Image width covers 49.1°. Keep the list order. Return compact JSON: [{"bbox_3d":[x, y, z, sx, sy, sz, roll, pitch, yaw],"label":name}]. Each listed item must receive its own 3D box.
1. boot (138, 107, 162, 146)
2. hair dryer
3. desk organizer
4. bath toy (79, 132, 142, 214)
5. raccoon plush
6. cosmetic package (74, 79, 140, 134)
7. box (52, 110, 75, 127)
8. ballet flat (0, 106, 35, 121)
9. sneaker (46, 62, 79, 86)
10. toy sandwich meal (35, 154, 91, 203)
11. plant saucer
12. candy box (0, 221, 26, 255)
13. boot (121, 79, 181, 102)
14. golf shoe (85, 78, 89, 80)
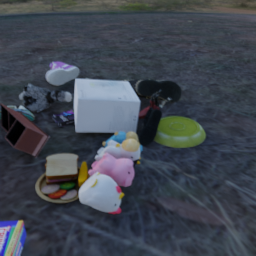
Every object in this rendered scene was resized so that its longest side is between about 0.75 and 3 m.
[{"bbox_3d":[0.678,-0.074,9.201,0.486,1.314,1.076,23,1,-7],"label":"boot"},{"bbox_3d":[0.851,-0.830,10.332,1.077,1.413,0.384,22,30,-48],"label":"hair dryer"},{"bbox_3d":[-3.390,0.031,8.599,2.090,0.749,0.805,30,-3,41],"label":"desk organizer"},{"bbox_3d":[-0.284,1.048,6.971,1.197,1.017,2.752,-37,14,25],"label":"bath toy"},{"bbox_3d":[-3.382,-1.233,11.426,2.107,1.019,1.411,8,18,-13],"label":"raccoon plush"},{"bbox_3d":[-0.836,-0.805,9.785,2.029,1.248,2.023,0,28,-13],"label":"cosmetic package"},{"bbox_3d":[-2.180,-0.383,10.370,1.090,0.197,0.780,-19,33,-28],"label":"box"},{"bbox_3d":[-4.129,-0.589,10.305,1.563,0.580,0.580,5,29,6],"label":"ballet flat"},{"bbox_3d":[-3.625,-2.772,14.000,1.306,0.830,2.291,26,24,15],"label":"sneaker"},{"bbox_3d":[-1.600,1.224,7.009,1.543,0.528,1.543,0,28,0],"label":"toy sandwich meal"},{"bbox_3d":[1.651,0.047,9.469,1.917,0.298,1.917,0,28,0],"label":"plant saucer"},{"bbox_3d":[-2.641,2.263,5.145,1.217,0.469,1.029,-1,27,-4],"label":"candy box"},{"bbox_3d":[0.926,-1.657,12.001,2.369,0.855,1.789,4,7,-34],"label":"boot"},{"bbox_3d":[-1.573,-1.951,13.087,1.111,0.435,0.540,43,19,31],"label":"golf shoe"}]
